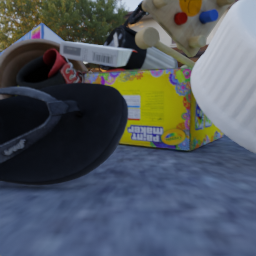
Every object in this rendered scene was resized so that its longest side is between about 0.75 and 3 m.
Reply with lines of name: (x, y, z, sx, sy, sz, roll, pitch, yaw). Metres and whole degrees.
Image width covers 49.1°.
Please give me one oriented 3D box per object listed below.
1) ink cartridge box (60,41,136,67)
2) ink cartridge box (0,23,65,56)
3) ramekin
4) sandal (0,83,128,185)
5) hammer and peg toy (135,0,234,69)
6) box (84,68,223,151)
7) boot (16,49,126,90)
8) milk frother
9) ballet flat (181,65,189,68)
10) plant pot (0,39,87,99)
ink cartridge box: (-0.513, -1.434, 5.447, 1.095, 0.323, 1.367, 12, 16, 13)
ink cartridge box: (-2.693, -1.651, 8.005, 2.341, 0.894, 1.597, -25, -33, 23)
ramekin: (1.747, -0.634, 3.068, 1.904, 0.928, 1.904, 7, 48, -8)
sandal: (-1.204, 0.053, 2.477, 2.435, 0.926, 0.521, -7, -23, 3)
hammer and peg toy: (0.887, -1.860, 4.693, 1.361, 1.850, 0.652, 37, -8, -28)
box: (0.562, -0.392, 5.171, 1.971, 1.202, 1.898, 4, 8, 33)
boot: (-0.841, -0.930, 5.459, 2.489, 0.901, 1.796, -27, -24, -24)
milk frother: (0.515, -2.009, 6.887, 1.733, 1.663, 1.843, 18, -23, -33)
ballet flat: (0.640, -0.718, 6.749, 2.729, 0.948, 0.948, -20, 0, 19)
plant pot: (-2.177, -0.834, 6.983, 2.106, 2.106, 1.836, -3, -11, -24)
